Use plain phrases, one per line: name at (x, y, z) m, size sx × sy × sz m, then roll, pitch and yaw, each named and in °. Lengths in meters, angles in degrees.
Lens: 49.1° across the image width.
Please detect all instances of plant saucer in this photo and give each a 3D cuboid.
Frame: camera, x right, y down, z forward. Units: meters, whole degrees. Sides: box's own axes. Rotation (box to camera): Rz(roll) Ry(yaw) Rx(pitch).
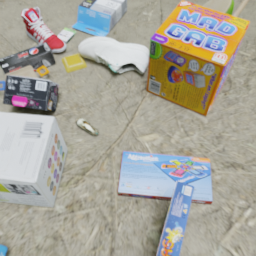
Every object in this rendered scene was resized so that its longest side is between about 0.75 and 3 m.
plant saucer at (-2.223, -2.710, 11.458) m, size 0.869 × 0.211 × 0.869 m, roll -19°, pitch 58°, yaw -14°

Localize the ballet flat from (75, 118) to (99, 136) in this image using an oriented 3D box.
ballet flat at (-1.443, -0.079, 9.541) m, size 1.024 × 0.386 × 0.347 m, roll 33°, pitch 85°, yaw 20°

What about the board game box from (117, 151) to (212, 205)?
board game box at (1.123, 1.490, 8.568) m, size 2.758 × 0.268 × 1.420 m, roll 5°, pitch 57°, yaw 3°

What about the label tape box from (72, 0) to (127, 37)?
label tape box at (-1.307, -5.318, 12.886) m, size 1.702 × 0.786 × 2.376 m, roll 22°, pitch 57°, yaw 14°

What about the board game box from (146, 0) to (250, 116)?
board game box at (2.334, -2.439, 9.897) m, size 2.459 × 2.461 × 2.460 m, roll 26°, pitch 60°, yaw 17°

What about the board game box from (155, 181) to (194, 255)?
board game box at (0.923, 2.865, 6.581) m, size 0.465 × 1.825 × 2.696 m, roll 16°, pitch 52°, yaw 12°

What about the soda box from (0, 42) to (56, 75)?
soda box at (-3.976, -2.625, 11.089) m, size 2.015 × 0.713 × 0.638 m, roll -26°, pitch 57°, yaw -16°

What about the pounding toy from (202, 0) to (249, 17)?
pounding toy at (3.879, -4.285, 11.745) m, size 2.252 × 1.354 × 2.917 m, roll -52°, pitch 27°, yaw 3°

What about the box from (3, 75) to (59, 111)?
box at (-3.356, -1.202, 9.790) m, size 1.588 × 0.911 × 1.049 m, roll 9°, pitch 92°, yaw 5°

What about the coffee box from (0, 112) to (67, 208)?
coffee box at (-3.024, 0.926, 7.926) m, size 1.966 × 1.944 × 1.963 m, roll 5°, pitch 56°, yaw 4°

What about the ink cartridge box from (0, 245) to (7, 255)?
ink cartridge box at (-4.147, 3.152, 5.953) m, size 1.074 × 2.550 × 1.844 m, roll -8°, pitch 52°, yaw 24°

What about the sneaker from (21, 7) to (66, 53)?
sneaker at (-3.608, -4.140, 11.743) m, size 2.367 × 1.331 × 0.843 m, roll 35°, pitch 62°, yaw 21°

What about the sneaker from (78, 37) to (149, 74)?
sneaker at (-0.634, -2.740, 11.064) m, size 2.856 × 1.074 × 1.264 m, roll 7°, pitch 68°, yaw 3°

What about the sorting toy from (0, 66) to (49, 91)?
sorting toy at (-3.961, -1.686, 10.658) m, size 2.082 × 0.284 × 1.172 m, roll -25°, pitch 74°, yaw -12°

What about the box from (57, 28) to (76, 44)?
box at (-2.753, -4.099, 12.443) m, size 0.581 × 0.146 × 0.805 m, roll 22°, pitch 60°, yaw 14°
